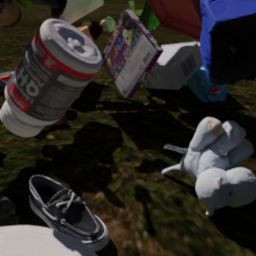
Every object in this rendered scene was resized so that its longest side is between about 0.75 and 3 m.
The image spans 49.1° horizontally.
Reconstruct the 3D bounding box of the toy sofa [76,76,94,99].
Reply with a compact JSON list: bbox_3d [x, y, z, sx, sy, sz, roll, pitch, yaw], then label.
[{"bbox_3d":[-1.979,-1.817,10.697,0.957,1.127,2.310,24,26,-4],"label":"toy sofa"}]

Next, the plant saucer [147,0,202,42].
[{"bbox_3d":[0.950,-2.822,6.038,0.341,1.855,1.859,-43,43,0],"label":"plant saucer"}]

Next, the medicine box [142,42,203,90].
[{"bbox_3d":[1.557,-2.317,10.521,1.688,0.954,1.853,-44,32,-24],"label":"medicine box"}]

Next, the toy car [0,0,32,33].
[{"bbox_3d":[-3.374,-3.189,7.161,1.506,1.446,1.833,-44,33,0],"label":"toy car"}]

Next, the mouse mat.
[{"bbox_3d":[1.128,-4.023,8.900,0.098,2.612,2.102,46,58,9],"label":"mouse mat"}]

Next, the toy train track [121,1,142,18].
[{"bbox_3d":[0.247,-3.693,9.914,0.830,1.447,0.235,-12,26,1],"label":"toy train track"}]

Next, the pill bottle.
[{"bbox_3d":[-1.232,-0.643,4.201,0.951,1.717,0.951,32,32,-22],"label":"pill bottle"}]

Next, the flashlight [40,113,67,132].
[{"bbox_3d":[-2.323,-0.177,8.117,1.090,0.370,0.369,-21,71,-41],"label":"flashlight"}]

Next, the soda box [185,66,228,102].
[{"bbox_3d":[2.845,-1.859,10.766,0.866,0.819,2.553,-4,30,-7],"label":"soda box"}]

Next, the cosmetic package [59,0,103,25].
[{"bbox_3d":[-1.773,-4.624,9.297,1.656,1.661,1.021,-36,80,-14],"label":"cosmetic package"}]

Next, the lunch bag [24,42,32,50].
[{"bbox_3d":[-2.271,-2.408,8.425,0.936,0.911,1.378,-17,28,34],"label":"lunch bag"}]

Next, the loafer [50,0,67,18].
[{"bbox_3d":[-1.846,-3.439,7.611,0.398,0.411,1.172,13,70,-13],"label":"loafer"}]

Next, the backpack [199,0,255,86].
[{"bbox_3d":[1.642,-1.408,4.034,1.202,1.479,1.241,-8,61,11],"label":"backpack"}]

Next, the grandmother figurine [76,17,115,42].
[{"bbox_3d":[-1.412,-3.505,10.157,2.004,0.607,1.215,-21,-4,-3],"label":"grandmother figurine"}]

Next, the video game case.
[{"bbox_3d":[0.009,-1.867,7.279,0.301,1.680,1.523,-13,60,-41],"label":"video game case"}]

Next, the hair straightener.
[{"bbox_3d":[-1.829,-1.990,4.232,0.545,1.025,2.663,40,29,-4],"label":"hair straightener"}]

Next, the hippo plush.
[{"bbox_3d":[1.688,0.728,5.366,1.843,1.468,1.482,0,28,-1],"label":"hippo plush"}]

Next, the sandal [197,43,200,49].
[{"bbox_3d":[3.864,-3.584,14.035,0.650,1.077,2.646,-44,34,6],"label":"sandal"}]

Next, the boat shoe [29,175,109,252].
[{"bbox_3d":[-1.119,1.411,4.946,1.945,0.659,0.698,25,37,37],"label":"boat shoe"}]

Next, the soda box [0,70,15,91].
[{"bbox_3d":[-4.911,-1.812,10.996,0.577,0.516,1.630,23,36,35],"label":"soda box"}]

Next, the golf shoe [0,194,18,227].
[{"bbox_3d":[-2.977,1.644,4.497,2.172,0.844,1.026,-10,22,-36],"label":"golf shoe"}]

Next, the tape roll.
[{"bbox_3d":[-1.458,2.395,2.966,3.008,0.550,3.008,4,31,-3],"label":"tape roll"}]
